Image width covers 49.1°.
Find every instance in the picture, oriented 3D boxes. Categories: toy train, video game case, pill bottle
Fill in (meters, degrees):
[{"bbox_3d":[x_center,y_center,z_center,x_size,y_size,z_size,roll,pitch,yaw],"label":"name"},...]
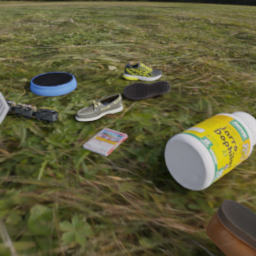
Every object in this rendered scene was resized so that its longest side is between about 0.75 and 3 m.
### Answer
[{"bbox_3d":[-4.128,-0.714,11.271,2.992,0.510,0.685,12,20,17],"label":"toy train"},{"bbox_3d":[-0.772,0.466,9.684,0.944,0.115,1.320,16,35,26],"label":"video game case"},{"bbox_3d":[2.561,0.515,8.157,2.825,1.593,1.593,-22,37,-33],"label":"pill bottle"}]

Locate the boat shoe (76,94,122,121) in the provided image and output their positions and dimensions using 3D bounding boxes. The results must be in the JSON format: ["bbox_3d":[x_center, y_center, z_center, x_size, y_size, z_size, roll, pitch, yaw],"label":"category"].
[{"bbox_3d":[-1.170,-0.847,11.371,2.137,0.639,0.764,-21,37,-31],"label":"boat shoe"}]

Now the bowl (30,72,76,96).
[{"bbox_3d":[-3.713,-2.231,13.899,2.233,0.438,2.233,0,30,0],"label":"bowl"}]

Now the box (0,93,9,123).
[{"bbox_3d":[-6.104,-1.138,9.997,2.564,2.358,1.345,4,50,7],"label":"box"}]

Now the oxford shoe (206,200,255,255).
[{"bbox_3d":[2.741,2.619,5.315,2.769,0.987,0.988,40,33,21],"label":"oxford shoe"}]

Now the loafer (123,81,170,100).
[{"bbox_3d":[0.837,-1.644,12.821,2.129,0.777,0.756,-5,-6,-5],"label":"loafer"}]

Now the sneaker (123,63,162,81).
[{"bbox_3d":[0.777,-2.988,14.741,2.059,0.871,0.767,-3,32,-5],"label":"sneaker"}]
